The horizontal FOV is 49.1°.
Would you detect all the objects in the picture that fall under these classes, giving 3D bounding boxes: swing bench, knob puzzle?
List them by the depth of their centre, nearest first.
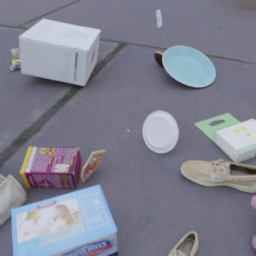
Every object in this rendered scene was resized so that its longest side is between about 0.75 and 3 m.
[{"bbox_3d":[-3.441,1.741,6.761,1.327,0.861,1.320,16,39,21],"label":"swing bench"},{"bbox_3d":[-0.970,1.069,7.601,0.146,1.054,1.054,32,46,15],"label":"knob puzzle"}]

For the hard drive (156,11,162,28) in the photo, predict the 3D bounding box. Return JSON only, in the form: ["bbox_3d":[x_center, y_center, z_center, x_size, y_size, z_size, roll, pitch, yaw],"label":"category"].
[{"bbox_3d":[1.083,-3.820,9.806,0.104,0.513,0.777,-5,23,12],"label":"hard drive"}]

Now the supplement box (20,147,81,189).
[{"bbox_3d":[-2.054,1.078,7.628,1.409,0.727,0.923,1,45,1],"label":"supplement box"}]

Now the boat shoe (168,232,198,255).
[{"bbox_3d":[1.046,2.737,5.821,0.498,0.449,1.381,26,45,29],"label":"boat shoe"}]

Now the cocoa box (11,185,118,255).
[{"bbox_3d":[-1.271,2.248,5.783,1.912,1.255,1.275,-13,40,-16],"label":"cocoa box"}]

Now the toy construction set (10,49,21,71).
[{"bbox_3d":[-5.143,-3.203,13.263,0.880,0.618,1.342,-11,51,-13],"label":"toy construction set"}]

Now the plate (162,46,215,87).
[{"bbox_3d":[2.623,-2.640,12.260,2.442,0.312,2.442,8,56,-11],"label":"plate"}]

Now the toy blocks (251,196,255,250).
[{"bbox_3d":[3.597,1.952,6.443,1.610,1.723,1.450,11,5,-4],"label":"toy blocks"}]

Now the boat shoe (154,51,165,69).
[{"bbox_3d":[1.972,-3.042,13.007,0.648,0.647,1.752,-30,59,-29],"label":"boat shoe"}]

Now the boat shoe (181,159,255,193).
[{"bbox_3d":[2.546,1.165,7.601,2.161,0.702,0.779,11,40,13],"label":"boat shoe"}]

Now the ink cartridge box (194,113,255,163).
[{"bbox_3d":[3.442,0.103,9.136,1.575,0.519,2.165,-16,43,-19],"label":"ink cartridge box"}]

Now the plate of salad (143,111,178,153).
[{"bbox_3d":[0.997,0.129,8.572,1.290,1.290,0.310,31,21,33],"label":"plate of salad"}]

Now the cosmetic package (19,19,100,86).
[{"bbox_3d":[-2.841,-3.325,12.137,2.719,1.671,2.710,12,35,-1],"label":"cosmetic package"}]
